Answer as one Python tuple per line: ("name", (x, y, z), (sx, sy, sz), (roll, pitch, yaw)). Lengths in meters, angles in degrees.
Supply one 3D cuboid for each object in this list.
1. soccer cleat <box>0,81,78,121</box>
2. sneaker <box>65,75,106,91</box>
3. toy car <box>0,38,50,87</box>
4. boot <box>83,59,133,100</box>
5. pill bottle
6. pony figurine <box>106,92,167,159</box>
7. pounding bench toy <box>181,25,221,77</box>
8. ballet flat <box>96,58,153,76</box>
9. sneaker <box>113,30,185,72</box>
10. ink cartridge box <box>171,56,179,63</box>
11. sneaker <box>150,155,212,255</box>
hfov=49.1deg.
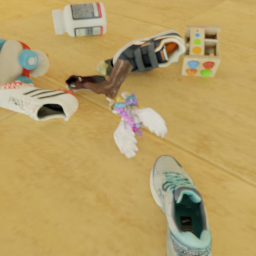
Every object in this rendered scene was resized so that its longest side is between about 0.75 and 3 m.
("soccer cleat", (-3.133, -0.798, 9.138), (2.952, 1.013, 1.257), (6, 38, 1))
("sneaker", (-1.568, -1.674, 10.163), (1.507, 0.870, 0.570), (-10, 85, -1))
("toy car", (-3.780, -2.293, 10.717), (1.937, 1.858, 2.101), (25, 19, 28))
("boot", (-0.641, -1.781, 9.428), (1.357, 1.456, 0.468), (15, 26, -40))
("pill bottle", (-2.449, -5.413, 14.082), (2.518, 1.506, 1.506), (-8, 41, -10))
("pony figurine", (0.119, -0.265, 8.055), (1.524, 1.766, 1.830), (-37, 4, 15))
("pounding bench toy", (2.850, -2.763, 11.279), (1.304, 2.099, 1.637), (4, 73, 7))
("ballet flat", (-0.049, -2.590, 11.284), (2.470, 0.702, 0.821), (-9, 76, -11))
("sneaker", (0.796, -2.773, 10.511), (2.780, 1.090, 1.104), (-24, 41, 3))
("ink cartridge box", (1.705, -3.351, 12.529), (0.689, 0.397, 1.190), (-12, 42, -13))
("sneaker", (1.220, 1.539, 6.175), (1.127, 1.254, 2.904), (-6, 41, -7))
